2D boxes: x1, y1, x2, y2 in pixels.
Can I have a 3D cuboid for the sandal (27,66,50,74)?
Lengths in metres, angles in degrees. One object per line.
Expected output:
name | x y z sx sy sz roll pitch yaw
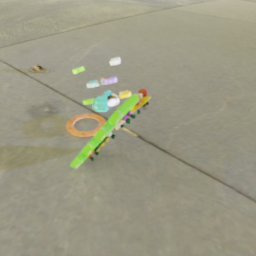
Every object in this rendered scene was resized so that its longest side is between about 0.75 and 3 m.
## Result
sandal | -4.974 -3.275 15.547 1.248 0.341 0.510 10 36 14

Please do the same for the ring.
ring | -1.672 -0.095 11.233 1.589 0.153 1.589 -1 35 1

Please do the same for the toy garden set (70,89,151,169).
toy garden set | -0.422 0.025 9.209 0.575 2.884 2.404 43 37 -1

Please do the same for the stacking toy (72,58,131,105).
stacking toy | -1.024 -1.737 10.799 2.005 1.512 0.471 -11 26 10

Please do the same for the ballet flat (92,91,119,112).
ballet flat | -0.727 -0.999 10.737 0.697 0.667 1.982 6 18 12
